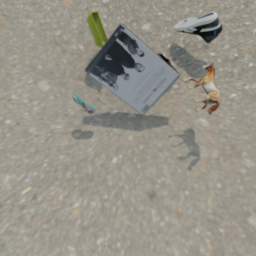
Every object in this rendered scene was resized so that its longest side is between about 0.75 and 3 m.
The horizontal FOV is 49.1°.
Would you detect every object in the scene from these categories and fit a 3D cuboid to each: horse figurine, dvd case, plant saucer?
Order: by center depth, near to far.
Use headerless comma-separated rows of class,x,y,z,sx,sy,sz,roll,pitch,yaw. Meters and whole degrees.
horse figurine,2.367,-1.121,8.517,1.034,0.389,1.560,-18,75,-7
dvd case,0.152,-1.788,9.077,2.513,0.311,1.889,36,112,-18
plant saucer,-1.109,-3.472,9.973,0.299,1.248,1.249,-15,112,12

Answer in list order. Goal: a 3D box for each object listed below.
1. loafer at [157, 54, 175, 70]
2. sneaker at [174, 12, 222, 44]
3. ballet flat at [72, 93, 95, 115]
loafer,1.371,-2.273,10.118,1.061,0.379,0.387,39,65,-17
sneaker,2.611,-3.569,10.463,1.833,1.025,0.670,9,55,50
ballet flat,-1.537,-0.745,9.251,0.964,0.333,0.343,38,105,-23
